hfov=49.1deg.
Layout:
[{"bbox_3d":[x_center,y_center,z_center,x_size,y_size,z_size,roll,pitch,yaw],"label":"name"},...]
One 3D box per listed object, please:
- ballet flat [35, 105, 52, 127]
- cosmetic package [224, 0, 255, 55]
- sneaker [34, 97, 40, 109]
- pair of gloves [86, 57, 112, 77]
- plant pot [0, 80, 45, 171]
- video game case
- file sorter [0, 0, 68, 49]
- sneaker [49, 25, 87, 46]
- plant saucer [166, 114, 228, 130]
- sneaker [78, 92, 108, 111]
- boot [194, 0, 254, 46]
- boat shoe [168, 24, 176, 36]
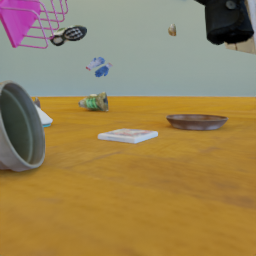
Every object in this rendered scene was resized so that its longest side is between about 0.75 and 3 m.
[{"bbox_3d":[-3.618,-0.569,8.868,2.861,0.993,0.993,5,9,31],"label":"ballet flat"},{"bbox_3d":[3.594,-3.067,8.157,1.082,1.486,2.923,-14,16,10],"label":"cosmetic package"},{"bbox_3d":[-5.276,-1.129,13.568,1.959,0.740,0.690,-5,9,-35],"label":"sneaker"},{"bbox_3d":[-1.238,-2.648,12.211,1.136,0.913,0.129,42,-15,26],"label":"pair of gloves"},{"bbox_3d":[-1.918,0.091,3.870,1.088,1.254,1.254,-16,7,3],"label":"plant pot"},{"bbox_3d":[0.015,0.167,6.515,0.985,0.124,1.081,5,9,32],"label":"video game case"},{"bbox_3d":[-2.112,-2.717,6.519,0.952,1.517,1.055,10,-34,9],"label":"file sorter"},{"bbox_3d":[-1.977,-3.231,9.349,1.420,0.629,0.546,-5,-37,26],"label":"sneaker"},{"bbox_3d":[2.000,-0.175,8.255,1.784,0.326,1.784,1,8,0],"label":"plant saucer"},{"bbox_3d":[-1.799,-1.206,14.177,1.150,0.998,2.595,-16,8,-25],"label":"sneaker"},{"bbox_3d":[1.898,-2.892,6.560,2.102,1.767,0.803,7,-20,-10],"label":"boot"},{"bbox_3d":[1.600,-3.540,10.214,0.280,0.306,0.818,1,-4,14],"label":"boat shoe"}]
